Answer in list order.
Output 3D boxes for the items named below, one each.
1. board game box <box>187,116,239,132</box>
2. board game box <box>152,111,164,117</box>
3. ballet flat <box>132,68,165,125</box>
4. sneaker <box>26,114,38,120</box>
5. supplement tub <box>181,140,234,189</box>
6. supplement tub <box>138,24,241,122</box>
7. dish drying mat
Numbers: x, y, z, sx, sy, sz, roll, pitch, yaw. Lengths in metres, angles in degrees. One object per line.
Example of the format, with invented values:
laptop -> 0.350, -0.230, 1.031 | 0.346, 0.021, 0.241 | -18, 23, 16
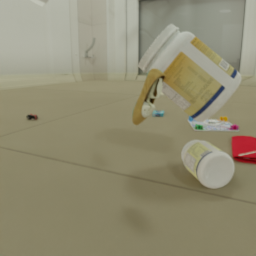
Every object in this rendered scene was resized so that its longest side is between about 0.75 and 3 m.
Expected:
board game box -> 4.250, -0.241, 14.230 | 2.112, 0.273, 2.112 | 1, 15, 2
board game box -> 1.783, -0.843, 16.567 | 0.632, 0.197, 0.837 | 3, 16, 11
ballet flat -> 0.511, -0.716, 6.963 | 0.478, 1.517, 0.521 | 29, 18, 39
sneaker -> -5.314, -0.585, 15.442 | 0.841, 0.297, 0.411 | 10, 18, 40
supplement tub -> 2.255, 0.993, 8.182 | 1.073, 1.073, 1.480 | -3, 15, -11
supplement tub -> 1.930, -1.774, 9.089 | 2.814, 2.032, 2.032 | 40, 20, 1
dish drying mat -> 4.496, 0.748, 10.646 | 1.046, 0.248, 2.722 | 4, 16, 19
